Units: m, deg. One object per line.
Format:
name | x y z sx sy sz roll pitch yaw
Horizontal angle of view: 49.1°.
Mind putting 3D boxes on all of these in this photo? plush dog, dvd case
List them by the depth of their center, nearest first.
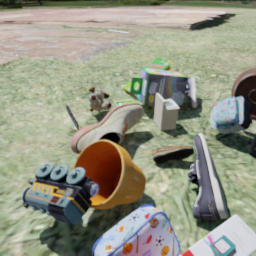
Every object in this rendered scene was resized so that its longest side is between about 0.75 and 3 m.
dvd case | -1.849 -0.320 9.330 0.082 0.763 1.026 -29 -3 -13
plush dog | -1.208 -1.144 11.087 1.041 0.835 0.894 24 56 -29

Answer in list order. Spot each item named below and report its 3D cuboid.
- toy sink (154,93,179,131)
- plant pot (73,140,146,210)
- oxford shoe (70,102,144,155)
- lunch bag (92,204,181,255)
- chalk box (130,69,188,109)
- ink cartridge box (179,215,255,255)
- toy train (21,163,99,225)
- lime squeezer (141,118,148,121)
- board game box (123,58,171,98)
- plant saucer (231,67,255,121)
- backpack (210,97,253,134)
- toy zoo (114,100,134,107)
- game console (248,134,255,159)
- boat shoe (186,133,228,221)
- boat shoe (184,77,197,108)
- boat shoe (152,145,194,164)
toy sink | 1.385 -0.613 10.100 0.658 1.174 0.765 -7 31 -13
plant pot | -0.316 1.183 6.537 1.485 1.485 1.359 30 0 41
oxford shoe | -0.370 0.122 8.950 2.906 1.028 1.073 -37 40 -30
lunch bag | 0.162 2.205 4.910 1.537 1.231 0.581 -31 20 -25
chalk box | 1.097 -1.619 11.292 2.127 1.323 1.317 4 19 -13
ink cartridge box | 1.182 2.224 4.445 1.804 1.048 0.607 -17 52 -34
toy train | -1.440 1.317 5.737 1.787 0.761 1.018 2 44 35
lime squeezer | 0.310 -0.298 10.533 0.921 0.174 0.325 -18 42 -32
board game box | 0.922 -2.353 12.981 2.310 0.346 1.104 -45 43 -7
plant saucer | 4.274 -1.058 9.229 1.863 1.863 0.321 22 31 34
backpack | 3.331 -0.398 9.346 0.944 1.113 1.253 24 -26 -29
toy zoo | -0.033 -0.826 11.549 0.863 0.135 1.315 -8 31 -15
game console | 4.603 0.603 6.522 2.899 2.550 1.687 31 50 31
boat shoe | 1.802 1.136 7.029 0.792 0.917 2.525 -20 40 18
boat shoe | 2.499 -1.466 11.981 0.815 0.656 1.758 -7 41 15
boat shoe | 1.314 0.691 8.332 1.237 0.468 0.457 -10 41 1
